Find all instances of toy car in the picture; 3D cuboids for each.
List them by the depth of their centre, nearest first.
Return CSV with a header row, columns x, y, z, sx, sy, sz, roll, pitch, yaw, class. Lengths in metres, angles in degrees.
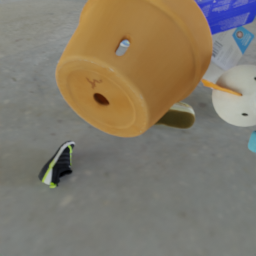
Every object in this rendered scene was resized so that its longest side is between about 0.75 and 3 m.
x,y,z,sx,sy,sz,roll,pitch,yaw,class
2.413,-0.463,4.894,2.334,2.152,2.065,9,14,-16,toy car

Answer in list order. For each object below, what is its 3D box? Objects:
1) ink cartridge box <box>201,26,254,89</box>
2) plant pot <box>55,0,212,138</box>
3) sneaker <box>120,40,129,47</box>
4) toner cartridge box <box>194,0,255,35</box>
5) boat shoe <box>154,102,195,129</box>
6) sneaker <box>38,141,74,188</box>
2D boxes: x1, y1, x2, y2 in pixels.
x,y,z,sx,sy,sz,roll,pitch,yaw,class
1.739,-2.512,7.466,2.691,0.913,1.549,37,69,0,ink cartridge box
-0.053,-1.197,5.689,2.932,2.932,2.052,18,57,24,plant pot
0.514,-3.555,9.057,0.842,2.225,0.857,30,7,-26,sneaker
1.560,-2.391,5.759,2.391,1.136,0.516,-18,70,-4,toner cartridge box
0.989,-0.583,9.126,2.364,0.875,0.785,16,34,6,boat shoe
-1.711,0.978,7.306,0.645,0.558,1.557,31,40,0,sneaker
